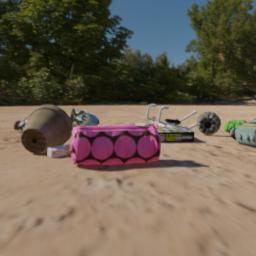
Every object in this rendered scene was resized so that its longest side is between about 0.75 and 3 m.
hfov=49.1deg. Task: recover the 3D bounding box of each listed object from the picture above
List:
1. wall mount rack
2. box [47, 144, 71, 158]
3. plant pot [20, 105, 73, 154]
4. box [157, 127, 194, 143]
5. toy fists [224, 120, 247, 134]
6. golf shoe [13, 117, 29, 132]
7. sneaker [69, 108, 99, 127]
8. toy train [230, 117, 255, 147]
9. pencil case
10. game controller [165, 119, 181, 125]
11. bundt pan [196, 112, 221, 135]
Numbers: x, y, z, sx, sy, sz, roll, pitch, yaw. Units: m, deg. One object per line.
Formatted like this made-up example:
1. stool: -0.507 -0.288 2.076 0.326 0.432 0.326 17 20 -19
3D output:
1. wall mount rack: 2.243 -0.436 12.469 2.492 1.069 2.868 10 5 -15
2. box: -1.539 0.547 7.032 0.192 0.206 0.993 22 21 40
3. plant pot: -2.242 0.124 7.401 1.246 1.246 1.081 1 22 11
4. box: 1.439 0.218 9.591 1.251 0.346 1.561 -1 6 -4
5. toy fists: 4.494 -0.010 10.505 1.719 0.591 0.876 3 16 15
6. golf shoe: -4.267 -0.095 12.049 0.675 0.532 1.466 14 15 6
7. sneaker: -2.189 -0.356 13.744 1.082 0.943 2.406 19 -2 -32
8. toy train: 3.884 0.168 8.090 1.138 0.851 1.997 -12 7 -17
9. pencil case: -0.278 0.307 6.016 1.912 0.896 0.868 -4 38 -13
10. game controller: 1.949 -0.278 12.151 0.649 0.262 1.244 16 1 12
11. bundt pan: 2.980 -0.135 10.451 0.920 0.920 0.345 3 15 24
